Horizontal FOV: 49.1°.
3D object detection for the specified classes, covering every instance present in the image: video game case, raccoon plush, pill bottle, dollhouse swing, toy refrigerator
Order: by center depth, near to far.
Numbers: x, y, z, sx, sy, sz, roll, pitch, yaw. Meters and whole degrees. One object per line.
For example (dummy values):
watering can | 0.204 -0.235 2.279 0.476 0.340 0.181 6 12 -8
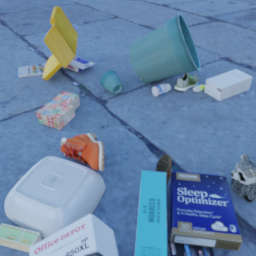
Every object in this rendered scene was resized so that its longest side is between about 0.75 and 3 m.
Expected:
toy refrigerator | -2.894 2.887 7.342 1.125 0.394 0.427 10 38 11
raccoon plush | 4.025 1.318 8.571 2.076 1.391 1.004 -18 41 -22
pill bottle | 1.607 -1.841 13.477 0.855 0.480 0.480 -20 42 -26
dollhouse swing | -3.906 -4.202 14.107 2.349 2.428 2.672 -23 40 14
video game case | -5.232 -3.184 15.511 1.666 0.148 1.192 -10 38 -13

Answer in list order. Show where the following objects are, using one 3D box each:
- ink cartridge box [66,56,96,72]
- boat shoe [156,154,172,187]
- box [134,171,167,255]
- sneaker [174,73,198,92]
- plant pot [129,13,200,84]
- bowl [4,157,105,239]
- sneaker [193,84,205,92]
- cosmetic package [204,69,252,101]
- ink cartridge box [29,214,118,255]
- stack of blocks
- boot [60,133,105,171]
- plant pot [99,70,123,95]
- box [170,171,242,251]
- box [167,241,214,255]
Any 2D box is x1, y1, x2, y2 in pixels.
ink cartridge box | -2.901 -3.626 15.904 2.106 0.391 0.997 26 43 33
boat shoe | 1.111 1.375 8.686 0.411 1.209 0.435 3 17 -47
box | 0.585 2.557 7.116 0.717 1.200 2.917 4 38 4
sneaker | 2.993 -2.418 13.978 0.672 0.775 1.748 27 44 31
plant pot | 1.705 -3.594 13.617 2.775 2.833 2.833 -19 30 26
bowl | -2.173 1.854 8.286 2.463 0.921 2.466 16 42 20
sneaker | 3.434 -1.974 13.853 0.799 0.303 0.420 -13 27 -28
cosmetic package | 4.856 -2.100 13.592 2.113 0.782 1.074 -21 42 -22
ink cartridge box | -1.069 3.324 5.714 1.776 1.034 2.456 -30 38 7
stack of blocks | -2.844 -0.792 12.016 1.111 0.565 1.930 15 39 19
boot | -1.510 0.821 9.190 1.307 0.915 2.438 -2 13 -22
plant pot | -0.743 -2.115 13.531 0.969 0.969 0.911 -22 56 -26
box | 2.096 2.101 8.129 1.716 0.459 2.833 4 31 6
box | 1.593 3.304 6.909 1.094 0.274 1.102 -1 37 -3
